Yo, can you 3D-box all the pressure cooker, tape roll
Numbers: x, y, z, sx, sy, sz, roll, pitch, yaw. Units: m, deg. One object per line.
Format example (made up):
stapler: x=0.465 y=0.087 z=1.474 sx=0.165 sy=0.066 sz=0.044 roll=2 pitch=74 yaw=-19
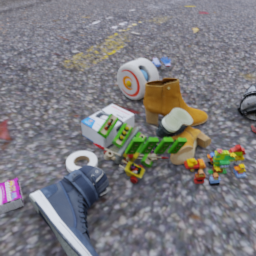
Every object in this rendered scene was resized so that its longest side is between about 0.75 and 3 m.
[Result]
pressure cooker: x=5.425 y=-1.028 z=11.741 sx=1.320 sy=1.300 sz=1.478 roll=26 pitch=44 yaw=17
tape roll: x=-1.588 y=1.211 z=9.637 sx=1.086 sy=0.198 sz=1.086 roll=1 pitch=37 yaw=0

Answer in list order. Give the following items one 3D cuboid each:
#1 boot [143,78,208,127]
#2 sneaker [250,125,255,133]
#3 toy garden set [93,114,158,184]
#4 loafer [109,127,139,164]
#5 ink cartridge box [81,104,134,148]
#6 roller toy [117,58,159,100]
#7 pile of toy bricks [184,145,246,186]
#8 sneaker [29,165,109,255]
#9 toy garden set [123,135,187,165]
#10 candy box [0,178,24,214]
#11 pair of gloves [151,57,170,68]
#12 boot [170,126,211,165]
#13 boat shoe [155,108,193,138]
boot: x=1.986 y=-1.049 z=11.211 sx=2.727 sy=1.952 sz=0.959 roll=-1 pitch=37 yaw=-2
sneaker: x=5.345 y=0.056 z=10.932 sx=1.072 sy=0.524 sz=0.379 roll=23 pitch=45 yaw=30
toy garden set: x=-0.071 y=0.634 z=9.412 sx=2.178 sy=0.435 sz=1.815 roll=34 pitch=51 yaw=-2
loafer: x=-0.168 y=0.510 z=10.164 sx=0.645 sy=0.696 sz=1.851 roll=21 pitch=41 yaw=19
ink cartridge box: x=-0.768 y=-0.113 z=10.970 sx=1.257 sy=0.732 sz=1.739 roll=28 pitch=45 yaw=32
roller toy: x=0.393 y=-2.244 z=12.988 sx=1.912 sy=1.744 sz=1.336 roll=30 pitch=46 yaw=34
pile of toy bricks: x=2.974 y=1.091 z=9.102 sx=2.075 sy=1.025 sz=1.151 roll=-4 pitch=37 yaw=-5
sneaker: x=-1.113 y=2.182 z=7.555 sx=2.106 sy=1.108 sz=2.915 roll=-28 pitch=44 yaw=-28
toy garden set: x=0.743 y=0.669 z=9.028 sx=1.802 sy=1.502 sz=0.360 roll=2 pitch=56 yaw=-20
candy box: x=-3.843 y=2.098 z=8.267 sx=1.320 sy=0.403 sz=0.900 roll=-15 pitch=39 yaw=-19
pair of gloves: x=1.834 y=-3.684 z=15.648 sx=1.165 sy=0.133 sz=0.937 roll=-4 pitch=45 yaw=-7
boot: x=1.905 y=0.554 z=10.255 sx=1.964 sy=0.691 sz=1.406 roll=-24 pitch=34 yaw=-27
boat shoe: x=1.659 y=-0.104 z=10.203 sx=0.845 sy=0.750 sz=2.261 roll=46 pitch=31 yaw=7
